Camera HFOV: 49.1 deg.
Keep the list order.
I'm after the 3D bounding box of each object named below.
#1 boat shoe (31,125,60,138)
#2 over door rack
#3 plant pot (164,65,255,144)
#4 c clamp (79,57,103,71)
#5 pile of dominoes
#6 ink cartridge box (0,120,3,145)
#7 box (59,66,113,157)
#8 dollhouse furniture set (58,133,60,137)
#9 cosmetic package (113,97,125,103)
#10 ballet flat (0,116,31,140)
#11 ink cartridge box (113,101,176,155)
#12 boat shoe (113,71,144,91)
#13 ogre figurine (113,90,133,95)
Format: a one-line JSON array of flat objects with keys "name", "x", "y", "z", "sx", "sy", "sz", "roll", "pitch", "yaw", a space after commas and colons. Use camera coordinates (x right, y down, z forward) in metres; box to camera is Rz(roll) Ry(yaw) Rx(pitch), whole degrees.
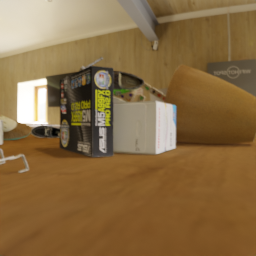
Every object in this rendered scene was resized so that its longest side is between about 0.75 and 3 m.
[{"name": "boat shoe", "x": -3.772, "y": 0.207, "z": 13.438, "sx": 1.760, "sy": 0.631, "sz": 0.596, "roll": 7, "pitch": -2, "yaw": -12}, {"name": "over door rack", "x": -2.475, "y": 0.429, "z": 4.186, "sx": 1.548, "sy": 0.516, "sz": 1.144, "roll": -1, "pitch": 2, "yaw": -42}, {"name": "plant pot", "x": 2.967, "y": -0.574, "z": 9.688, "sx": 2.943, "sy": 2.742, "sz": 2.742, "roll": 15, "pitch": 7, "yaw": 22}, {"name": "c clamp", "x": -1.125, "y": -0.969, "z": 8.800, "sx": 1.745, "sy": 2.043, "sz": 0.277, "roll": -28, "pitch": 4, "yaw": -9}, {"name": "pile of dominoes", "x": 0.534, "y": -1.074, "z": 12.865, "sx": 2.692, "sy": 2.098, "sz": 0.429, "roll": 33, "pitch": 43, "yaw": 8}, {"name": "ink cartridge box", "x": -5.222, "y": 0.138, "z": 9.105, "sx": 2.007, "sy": 0.878, "sz": 1.458, "roll": 3, "pitch": 2, "yaw": 42}, {"name": "box", "x": -1.139, "y": -0.370, "z": 7.068, "sx": 0.547, "sy": 1.981, "sz": 2.473, "roll": 0, "pitch": 2, "yaw": -29}, {"name": "dollhouse furniture set", "x": -1.592, "y": 0.511, "z": 9.626, "sx": 1.715, "sy": 1.359, "sz": 1.217, "roll": -24, "pitch": 31, "yaw": 29}, {"name": "cosmetic package", "x": -0.642, "y": -0.489, "z": 10.656, "sx": 0.486, "sy": 1.365, "sz": 0.692, "roll": 27, "pitch": 6, "yaw": 16}, {"name": "ballet flat", "x": -5.566, "y": -0.047, "z": 11.806, "sx": 2.750, "sy": 0.995, "sz": 0.933, "roll": 0, "pitch": 44, "yaw": 2}, {"name": "ink cartridge box", "x": 0.442, "y": -0.019, "z": 7.377, "sx": 1.244, "sy": 1.249, "sz": 1.703, "roll": 1, "pitch": 1, "yaw": 24}, {"name": "boat shoe", "x": -0.327, "y": -1.349, "z": 7.819, "sx": 1.624, "sy": 0.594, "sz": 0.526, "roll": -3, "pitch": -1, "yaw": -21}, {"name": "ogre figurine", "x": -0.481, "y": -1.710, "z": 10.728, "sx": 0.864, "sy": 1.442, "sz": 0.707, "roll": -38, "pitch": -10, "yaw": -31}]
